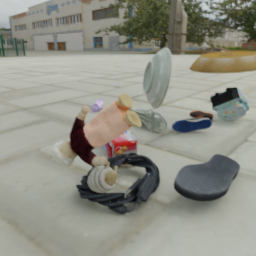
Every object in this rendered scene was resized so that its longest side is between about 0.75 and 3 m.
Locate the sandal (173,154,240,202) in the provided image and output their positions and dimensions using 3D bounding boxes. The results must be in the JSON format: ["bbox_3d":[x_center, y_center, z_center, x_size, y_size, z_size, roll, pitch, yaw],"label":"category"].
[{"bbox_3d":[1.936,1.229,6.500,0.992,0.559,2.609,32,24,33],"label":"sandal"}]

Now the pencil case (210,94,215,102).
[{"bbox_3d":[4.898,-1.570,14.734,1.115,0.487,0.487,5,19,13],"label":"pencil case"}]

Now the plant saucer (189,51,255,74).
[{"bbox_3d":[3.335,-2.256,9.387,2.517,0.446,2.517,-4,20,2],"label":"plant saucer"}]

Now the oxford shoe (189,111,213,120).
[{"bbox_3d":[3.077,-0.505,11.834,1.003,0.357,0.364,7,24,18],"label":"oxford shoe"}]

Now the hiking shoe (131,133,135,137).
[{"bbox_3d":[-0.004,0.224,9.469,0.286,0.333,0.768,-50,18,-7],"label":"hiking shoe"}]

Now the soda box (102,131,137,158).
[{"bbox_3d":[-0.398,0.342,8.753,0.781,0.707,2.230,-6,20,-16],"label":"soda box"}]

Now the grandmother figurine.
[{"bbox_3d":[-0.742,0.200,5.712,2.107,1.278,0.638,-30,-29,25],"label":"grandmother figurine"}]

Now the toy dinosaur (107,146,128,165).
[{"bbox_3d":[-0.244,0.857,7.606,1.253,0.666,0.379,6,29,-2],"label":"toy dinosaur"}]

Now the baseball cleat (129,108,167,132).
[{"bbox_3d":[0.894,-0.408,10.957,1.139,0.746,2.140,-4,23,-43],"label":"baseball cleat"}]

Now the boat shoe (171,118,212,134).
[{"bbox_3d":[2.311,-0.102,10.370,1.455,0.526,0.527,-3,12,0],"label":"boat shoe"}]

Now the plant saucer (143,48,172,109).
[{"bbox_3d":[0.823,-1.586,8.856,0.481,1.916,1.916,8,17,-12],"label":"plant saucer"}]

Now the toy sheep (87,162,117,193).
[{"bbox_3d":[-0.538,1.046,5.749,0.611,0.611,0.886,-20,-4,-45],"label":"toy sheep"}]

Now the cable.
[{"bbox_3d":[-0.180,1.215,6.614,1.750,0.545,2.144,2,23,22],"label":"cable"}]

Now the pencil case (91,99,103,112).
[{"bbox_3d":[-1.457,-1.063,13.357,0.410,0.418,0.978,3,18,5],"label":"pencil case"}]

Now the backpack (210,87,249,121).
[{"bbox_3d":[4.261,-0.915,11.500,1.428,1.095,1.256,13,-31,-43],"label":"backpack"}]
